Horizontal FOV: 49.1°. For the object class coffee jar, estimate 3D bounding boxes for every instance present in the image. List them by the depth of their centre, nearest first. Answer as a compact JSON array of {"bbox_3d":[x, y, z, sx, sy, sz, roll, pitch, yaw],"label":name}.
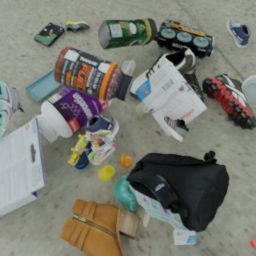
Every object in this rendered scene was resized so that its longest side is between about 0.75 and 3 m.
[{"bbox_3d":[0.004,-3.501,10.363,2.082,1.086,0.888,-13,87,-26],"label":"coffee jar"}]

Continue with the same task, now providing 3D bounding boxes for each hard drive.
[{"bbox_3d":[-3.433,-4.066,12.235,0.819,0.222,1.173,26,63,14],"label":"hard drive"}]

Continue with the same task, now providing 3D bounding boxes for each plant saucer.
[{"bbox_3d":[-2.818,-1.942,11.040,0.856,0.232,2.448,41,69,20],"label":"plant saucer"}]

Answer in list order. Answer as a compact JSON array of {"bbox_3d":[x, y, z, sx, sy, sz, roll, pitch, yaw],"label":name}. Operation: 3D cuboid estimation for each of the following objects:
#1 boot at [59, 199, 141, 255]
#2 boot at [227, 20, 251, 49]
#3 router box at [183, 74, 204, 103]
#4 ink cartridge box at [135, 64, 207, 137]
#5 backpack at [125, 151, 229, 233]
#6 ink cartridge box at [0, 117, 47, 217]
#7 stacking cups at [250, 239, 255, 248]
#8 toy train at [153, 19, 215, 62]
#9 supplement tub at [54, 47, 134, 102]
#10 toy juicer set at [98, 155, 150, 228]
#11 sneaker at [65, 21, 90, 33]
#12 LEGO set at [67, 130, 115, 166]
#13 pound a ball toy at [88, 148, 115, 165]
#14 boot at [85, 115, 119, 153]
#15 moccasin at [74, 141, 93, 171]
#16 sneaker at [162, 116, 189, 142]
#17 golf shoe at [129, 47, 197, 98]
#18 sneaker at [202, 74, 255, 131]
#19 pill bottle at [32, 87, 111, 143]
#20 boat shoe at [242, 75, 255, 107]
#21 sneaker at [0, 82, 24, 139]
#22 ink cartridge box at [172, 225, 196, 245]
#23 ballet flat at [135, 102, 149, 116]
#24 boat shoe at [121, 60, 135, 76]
[{"bbox_3d":[-0.943,3.260,7.583,2.048,1.012,2.638,16,58,6],"label":"boot"},{"bbox_3d":[4.799,-4.264,12.042,0.602,0.748,1.656,-11,61,-6],"label":"boot"},{"bbox_3d":[2.196,-1.407,10.617,0.994,0.412,1.326,-8,60,-5],"label":"router box"},{"bbox_3d":[1.383,-0.919,9.207,1.922,1.407,0.825,54,31,7],"label":"ink cartridge box"},{"bbox_3d":[1.162,1.637,7.504,2.520,1.595,2.103,6,37,46],"label":"backpack"},{"bbox_3d":[-3.439,1.218,8.510,2.429,0.493,2.424,-27,57,14],"label":"ink cartridge box"},{"bbox_3d":[4.017,3.186,8.112,0.992,0.300,0.300,-16,62,-6],"label":"stacking cups"},{"bbox_3d":[2.331,-3.650,11.581,2.550,1.087,1.453,19,53,10],"label":"toy train"},{"bbox_3d":[-0.986,-1.534,8.397,2.230,1.193,1.193,20,62,2],"label":"supplement tub"},{"bbox_3d":[0.176,1.831,8.769,1.383,0.592,2.175,-36,85,-35],"label":"toy juicer set"},{"bbox_3d":[-2.243,-4.404,12.368,1.125,0.416,0.455,4,67,11],"label":"sneaker"},{"bbox_3d":[-0.914,0.402,7.311,1.535,0.571,0.706,-22,94,-44],"label":"LEGO set"},{"bbox_3d":[-0.757,0.831,8.412,0.589,0.384,0.903,-1,32,47],"label":"pound a ball toy"},{"bbox_3d":[-0.804,-0.108,8.799,0.732,0.909,2.013,-14,25,10],"label":"boot"},{"bbox_3d":[-1.425,0.594,9.347,0.661,0.561,1.644,10,57,9],"label":"moccasin"},{"bbox_3d":[1.432,-0.073,8.327,0.542,0.457,1.239,-46,29,11],"label":"sneaker"},{"bbox_3d":[1.132,-2.104,10.291,2.737,1.293,1.064,-28,58,6],"label":"golf shoe"},{"bbox_3d":[3.867,-1.046,10.137,1.218,0.881,2.493,-29,67,-20],"label":"sneaker"},{"bbox_3d":[-1.903,-0.662,9.581,2.557,1.438,1.438,-41,68,-18],"label":"pill bottle"},{"bbox_3d":[4.061,-0.540,7.454,2.302,0.848,0.738,41,32,3],"label":"boat shoe"},{"bbox_3d":[-3.992,-0.517,9.403,0.731,1.315,1.881,4,86,18],"label":"sneaker"},{"bbox_3d":[1.613,2.871,8.234,0.587,0.346,1.019,-1,60,-1],"label":"ink cartridge box"},{"bbox_3d":[0.855,-0.867,10.106,1.355,0.457,0.422,-34,23,-5],"label":"ballet flat"},{"bbox_3d":[-0.180,-2.144,11.035,0.471,0.495,1.375,9,65,29],"label":"boat shoe"}]
